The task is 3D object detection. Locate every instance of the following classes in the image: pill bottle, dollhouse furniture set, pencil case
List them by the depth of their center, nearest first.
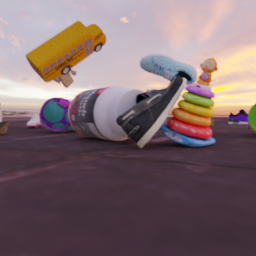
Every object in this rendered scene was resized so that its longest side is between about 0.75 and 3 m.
[{"bbox_3d":[-0.410,-0.317,6.133,1.162,1.162,2.005,-2,3,-35],"label":"pill bottle"},{"bbox_3d":[-1.895,-0.431,9.063,1.091,1.004,2.360,-44,-3,7],"label":"pencil case"},{"bbox_3d":[-3.222,-2.648,12.696,1.801,0.934,0.797,29,-21,29],"label":"dollhouse furniture set"}]

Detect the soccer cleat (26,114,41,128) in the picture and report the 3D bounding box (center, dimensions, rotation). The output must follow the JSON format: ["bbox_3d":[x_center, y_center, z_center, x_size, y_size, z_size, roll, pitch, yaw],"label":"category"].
[{"bbox_3d":[-3.897,-0.296,11.587,0.463,0.573,1.326,0,3,-6],"label":"soccer cleat"}]

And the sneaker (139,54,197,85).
[{"bbox_3d":[1.351,-1.952,9.421,2.034,0.752,0.834,12,32,4],"label":"sneaker"}]

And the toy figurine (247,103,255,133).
[{"bbox_3d":[3.971,-0.296,7.597,2.255,1.693,2.075,-24,-11,-2],"label":"toy figurine"}]

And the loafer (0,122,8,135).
[{"bbox_3d":[-3.469,0.067,7.603,0.320,0.284,0.841,3,19,2],"label":"loafer"}]

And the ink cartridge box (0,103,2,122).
[{"bbox_3d":[-6.542,-0.611,12.531,1.496,1.101,1.082,-2,4,-34],"label":"ink cartridge box"}]

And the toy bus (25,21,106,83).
[{"bbox_3d":[-2.054,-2.740,9.675,2.761,0.898,1.081,-40,-18,-16],"label":"toy bus"}]

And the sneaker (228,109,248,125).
[{"bbox_3d":[6.108,-0.582,14.655,1.652,0.822,0.574,0,2,20],"label":"sneaker"}]

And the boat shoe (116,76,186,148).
[{"bbox_3d":[0.510,-0.493,5.116,0.685,0.727,2.025,36,47,6],"label":"boat shoe"}]

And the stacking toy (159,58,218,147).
[{"bbox_3d":[1.251,-0.482,5.020,0.903,1.556,0.854,28,19,38],"label":"stacking toy"}]

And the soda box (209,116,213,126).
[{"bbox_3d":[3.791,-0.380,13.499,0.577,0.545,1.703,1,3,16],"label":"soda box"}]
